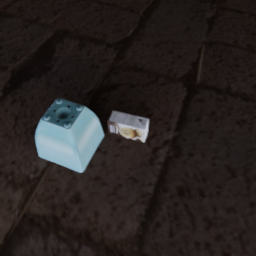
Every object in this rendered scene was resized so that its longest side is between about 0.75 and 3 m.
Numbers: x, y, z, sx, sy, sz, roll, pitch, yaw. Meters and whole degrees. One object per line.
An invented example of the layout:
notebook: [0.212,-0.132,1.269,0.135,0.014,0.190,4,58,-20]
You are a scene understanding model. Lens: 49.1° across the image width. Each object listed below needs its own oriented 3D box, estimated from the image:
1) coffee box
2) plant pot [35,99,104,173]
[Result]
coffee box: [-0.003,-0.049,10.321,1.413,0.799,0.564,13,54,11]
plant pot: [-2.064,0.082,9.563,1.817,1.851,1.812,18,55,14]
